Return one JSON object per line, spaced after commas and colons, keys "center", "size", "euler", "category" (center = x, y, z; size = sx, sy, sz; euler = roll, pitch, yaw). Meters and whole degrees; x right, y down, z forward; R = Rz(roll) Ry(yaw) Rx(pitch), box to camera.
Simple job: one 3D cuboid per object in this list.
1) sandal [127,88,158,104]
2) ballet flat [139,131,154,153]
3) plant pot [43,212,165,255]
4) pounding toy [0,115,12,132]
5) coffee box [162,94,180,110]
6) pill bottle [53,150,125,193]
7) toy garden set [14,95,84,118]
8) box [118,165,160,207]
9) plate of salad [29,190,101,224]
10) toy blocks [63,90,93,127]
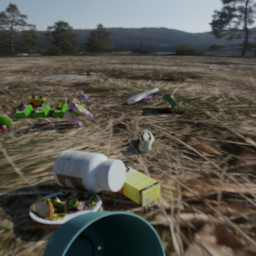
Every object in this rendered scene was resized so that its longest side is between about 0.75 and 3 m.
{"center": [0.746, -1.488, 13.980], "size": [1.918, 0.471, 0.780], "euler": [-27, 15, -30], "category": "sandal"}
{"center": [0.554, 0.316, 8.517], "size": [0.467, 0.467, 1.344], "euler": [1, 18, 4], "category": "ballet flat"}
{"center": [-0.405, 1.625, 3.330], "size": [1.346, 1.346, 1.080], "euler": [-13, 0, -33], "category": "plant pot"}
{"center": [-4.550, -0.115, 9.709], "size": [0.757, 0.455, 0.981], "euler": [-23, -35, 32], "category": "pounding toy"}
{"center": [1.897, -1.159, 12.422], "size": [0.688, 0.246, 1.119], "euler": [44, 7, -7], "category": "coffee box"}
{"center": [-0.803, 0.918, 5.848], "size": [1.400, 0.800, 0.800], "euler": [3, 17, 32], "category": "pill bottle"}
{"center": [-3.370, -1.073, 12.471], "size": [2.789, 0.557, 2.325], "euler": [-2, 19, -7], "category": "toy garden set"}
{"center": [-0.018, 1.162, 6.112], "size": [0.555, 0.369, 1.474], "euler": [-17, 26, -40], "category": "box"}
{"center": [-1.178, 1.403, 5.289], "size": [1.330, 0.319, 1.330], "euler": [-3, 11, 1], "category": "plate of salad"}
{"center": [-1.710, -0.673, 10.557], "size": [1.027, 1.220, 1.140], "euler": [32, 5, -17], "category": "toy blocks"}
